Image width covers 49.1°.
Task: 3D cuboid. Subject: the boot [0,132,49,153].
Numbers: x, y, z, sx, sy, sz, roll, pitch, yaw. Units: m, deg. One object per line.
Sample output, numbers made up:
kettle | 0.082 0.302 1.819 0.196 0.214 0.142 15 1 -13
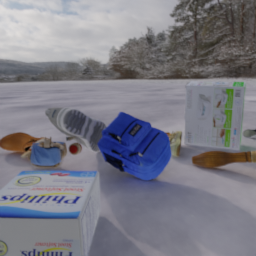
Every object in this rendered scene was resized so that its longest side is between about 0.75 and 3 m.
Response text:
boot | -3.315 0.580 9.041 1.766 0.651 1.367 -2 11 -15

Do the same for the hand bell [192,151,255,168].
hand bell | 3.169 0.815 7.593 2.880 1.500 1.500 -9 7 27

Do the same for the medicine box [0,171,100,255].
medicine box | -1.350 1.423 4.713 1.546 0.874 1.698 0 13 3

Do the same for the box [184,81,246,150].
box | 3.091 -0.486 10.105 1.979 2.243 1.085 4 20 23

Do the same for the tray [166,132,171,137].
tray | 1.384 0.301 11.616 0.755 0.140 0.372 -3 13 -8

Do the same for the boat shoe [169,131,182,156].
boat shoe | 1.559 0.466 9.684 0.530 0.620 1.692 7 14 9

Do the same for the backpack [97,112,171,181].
backpack | 0.202 0.491 7.227 1.691 1.419 1.374 27 66 27

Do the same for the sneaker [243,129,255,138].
sneaker | 5.245 0.253 11.406 0.686 0.361 0.949 12 -13 -31

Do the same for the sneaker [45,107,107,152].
sneaker | -1.525 -0.053 8.822 1.076 0.980 2.623 20 -15 29

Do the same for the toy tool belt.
toy tool belt | -2.128 0.694 7.821 1.482 0.926 0.911 -6 3 11
